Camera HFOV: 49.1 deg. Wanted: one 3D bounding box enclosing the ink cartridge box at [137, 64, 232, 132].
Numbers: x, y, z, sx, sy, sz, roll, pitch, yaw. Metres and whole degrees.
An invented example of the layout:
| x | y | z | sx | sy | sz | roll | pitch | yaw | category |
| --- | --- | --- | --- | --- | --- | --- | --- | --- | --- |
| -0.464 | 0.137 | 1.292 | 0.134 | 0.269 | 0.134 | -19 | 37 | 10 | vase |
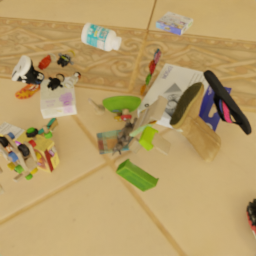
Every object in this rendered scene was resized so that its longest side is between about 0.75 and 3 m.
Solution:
| x | y | z | sx | sy | sz | roll | pitch | yaw | category |
| --- | --- | --- | --- | --- | --- | --- | --- | --- | --- |
| 2.103 | -1.064 | 10.131 | 2.726 | 0.553 | 2.721 | 19 | 57 | 19 | ink cartridge box |

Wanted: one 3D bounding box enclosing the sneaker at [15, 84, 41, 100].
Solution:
| x | y | z | sx | sy | sz | roll | pitch | yaw | category |
| --- | --- | --- | --- | --- | --- | --- | --- | --- | --- |
| -3.866 | -1.481 | 10.915 | 0.485 | 0.459 | 1.259 | 18 | 42 | 38 | sneaker |

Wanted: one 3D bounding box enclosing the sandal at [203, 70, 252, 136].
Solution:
| x | y | z | sx | sy | sz | roll | pitch | yaw | category |
| --- | --- | --- | --- | --- | --- | --- | --- | --- | --- |
| 2.932 | -0.667 | 8.614 | 0.569 | 2.525 | 0.948 | -41 | 19 | 5 | sandal |

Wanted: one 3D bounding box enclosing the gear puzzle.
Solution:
| x | y | z | sx | sy | sz | roll | pitch | yaw | category |
| --- | --- | --- | --- | --- | --- | --- | --- | --- | --- |
| 0.783 | -2.082 | 10.556 | 0.243 | 1.859 | 0.963 | 17 | 27 | -12 | gear puzzle |

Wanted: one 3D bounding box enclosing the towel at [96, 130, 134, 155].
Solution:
| x | y | z | sx | sy | sz | roll | pitch | yaw | category |
| --- | --- | --- | --- | --- | --- | --- | --- | --- | --- |
| -0.402 | 0.424 | 9.348 | 1.240 | 0.135 | 0.909 | -9 | 48 | -7 | towel |

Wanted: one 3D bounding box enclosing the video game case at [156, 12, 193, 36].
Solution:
| x | y | z | sx | sy | sz | roll | pitch | yaw | category |
| --- | --- | --- | --- | --- | --- | --- | --- | --- | --- |
| 2.362 | -5.358 | 14.342 | 1.456 | 0.331 | 1.320 | 27 | 54 | 22 | video game case |

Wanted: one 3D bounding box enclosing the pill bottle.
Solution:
| x | y | z | sx | sy | sz | roll | pitch | yaw | category |
| --- | --- | --- | --- | --- | --- | --- | --- | --- | --- |
| -0.866 | -2.965 | 9.258 | 1.228 | 0.680 | 0.680 | 20 | 51 | 4 | pill bottle |

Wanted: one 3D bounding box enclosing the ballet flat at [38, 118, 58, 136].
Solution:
| x | y | z | sx | sy | sz | roll | pitch | yaw | category |
| --- | --- | --- | --- | --- | --- | --- | --- | --- | --- |
| -2.679 | 0.055 | 9.452 | 0.370 | 0.340 | 1.079 | -1 | 33 | 27 | ballet flat |

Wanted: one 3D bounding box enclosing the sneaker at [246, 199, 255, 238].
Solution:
| x | y | z | sx | sy | sz | roll | pitch | yaw | category |
| --- | --- | --- | --- | --- | --- | --- | --- | --- | --- |
| 3.590 | 2.852 | 6.688 | 0.934 | 1.292 | 2.644 | -14 | 25 | 4 | sneaker |

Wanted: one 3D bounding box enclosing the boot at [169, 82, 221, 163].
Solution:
| x | y | z | sx | sy | sz | roll | pitch | yaw | category |
| --- | --- | --- | --- | --- | --- | --- | --- | --- | --- |
| 2.224 | -0.154 | 8.522 | 1.723 | 1.967 | 0.650 | -57 | 30 | -11 | boot |

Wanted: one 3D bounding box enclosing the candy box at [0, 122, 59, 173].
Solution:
| x | y | z | sx | sy | sz | roll | pitch | yaw | category |
| --- | --- | --- | --- | --- | --- | --- | --- | --- | --- |
| -3.081 | 0.598 | 8.564 | 1.849 | 1.079 | 0.522 | 20 | 50 | 18 | candy box |

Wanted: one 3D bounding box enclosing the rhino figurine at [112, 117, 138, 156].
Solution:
| x | y | z | sx | sy | sz | roll | pitch | yaw | category |
| --- | --- | --- | --- | --- | --- | --- | --- | --- | --- |
| -0.140 | 0.322 | 8.957 | 0.431 | 0.630 | 1.442 | 26 | 63 | 9 | rhino figurine |

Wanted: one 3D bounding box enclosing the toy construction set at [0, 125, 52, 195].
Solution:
| x | y | z | sx | sy | sz | roll | pitch | yaw | category |
| --- | --- | --- | --- | --- | --- | --- | --- | --- | --- |
| -2.449 | 0.871 | 6.200 | 1.304 | 1.202 | 1.564 | -5 | 29 | 21 | toy construction set |

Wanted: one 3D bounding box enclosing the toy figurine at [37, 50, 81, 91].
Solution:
| x | y | z | sx | sy | sz | roll | pitch | yaw | category |
| --- | --- | --- | --- | --- | --- | --- | --- | --- | --- |
| -2.289 | -1.971 | 9.587 | 1.232 | 1.251 | 0.871 | -4 | 34 | 23 | toy figurine |

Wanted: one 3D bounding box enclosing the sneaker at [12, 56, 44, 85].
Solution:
| x | y | z | sx | sy | sz | roll | pitch | yaw | category |
| --- | --- | --- | --- | --- | --- | --- | --- | --- | --- |
| -3.023 | -1.775 | 8.860 | 0.917 | 1.639 | 0.599 | 12 | 79 | -33 | sneaker |

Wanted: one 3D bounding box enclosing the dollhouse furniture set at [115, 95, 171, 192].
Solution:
| x | y | z | sx | sy | sz | roll | pitch | yaw | category |
| --- | --- | --- | --- | --- | --- | --- | --- | --- | --- |
| 0.626 | 0.379 | 7.716 | 0.973 | 1.259 | 2.519 | 35 | 51 | -12 | dollhouse furniture set |

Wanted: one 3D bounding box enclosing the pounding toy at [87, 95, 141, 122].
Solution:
| x | y | z | sx | sy | sz | roll | pitch | yaw | category |
| --- | --- | --- | --- | --- | --- | --- | --- | --- | --- |
| -0.395 | -0.560 | 9.556 | 1.727 | 1.333 | 0.801 | -4 | 81 | 7 | pounding toy |

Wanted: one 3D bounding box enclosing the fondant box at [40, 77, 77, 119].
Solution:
| x | y | z | sx | sy | sz | roll | pitch | yaw | category |
| --- | --- | --- | --- | --- | --- | --- | --- | --- | --- |
| -2.624 | -1.168 | 10.523 | 1.212 | 0.489 | 1.680 | -9 | 50 | -8 | fondant box |
